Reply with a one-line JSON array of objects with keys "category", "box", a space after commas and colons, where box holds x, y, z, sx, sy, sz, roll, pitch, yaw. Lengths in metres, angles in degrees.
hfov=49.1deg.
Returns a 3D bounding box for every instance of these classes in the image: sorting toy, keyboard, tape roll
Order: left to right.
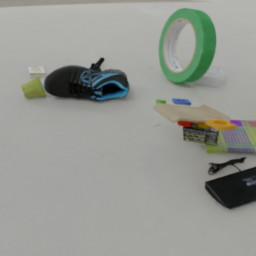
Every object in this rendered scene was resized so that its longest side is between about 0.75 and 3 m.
[{"category": "tape roll", "box": [2.152, -3.090, 10.696, 0.651, 2.708, 2.708, -5, 30, -28]}, {"category": "sorting toy", "box": [1.467, -0.264, 6.680, 1.440, 0.348, 2.558, 0, 18, -16]}, {"category": "keyboard", "box": [2.613, 1.111, 6.272, 2.032, 0.209, 1.291, -11, 37, -18]}]

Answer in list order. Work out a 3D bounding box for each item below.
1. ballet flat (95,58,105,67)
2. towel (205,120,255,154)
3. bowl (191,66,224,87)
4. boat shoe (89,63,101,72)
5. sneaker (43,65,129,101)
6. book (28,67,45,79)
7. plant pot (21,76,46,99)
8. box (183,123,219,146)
[{"category": "ballet flat", "box": [-1.362, -2.942, 12.784, 0.235, 0.275, 0.827, 13, 48, 31]}, {"category": "towel", "box": [3.138, 0.249, 7.640, 2.200, 0.250, 1.580, 2, 32, 5]}, {"category": "bowl", "box": [3.220, -2.152, 11.374, 1.278, 0.478, 1.279, 14, 35, 23]}, {"category": "boat shoe", "box": [-1.435, -2.027, 10.729, 2.701, 0.896, 1.010, -6, 30, -11]}, {"category": "sneaker", "box": [-1.410, -1.506, 9.697, 2.994, 1.096, 1.226, -5, 32, -9]}, {"category": "book", "box": [-3.943, -2.410, 12.071, 0.641, 0.230, 0.959, -10, 31, -20]}, {"category": "plant pot", "box": [-3.390, -1.387, 9.960, 0.694, 0.755, 0.755, -20, 35, -11]}, {"category": "box", "box": [1.807, 0.151, 6.991, 0.862, 0.690, 0.191, 8, 63, 18]}]
